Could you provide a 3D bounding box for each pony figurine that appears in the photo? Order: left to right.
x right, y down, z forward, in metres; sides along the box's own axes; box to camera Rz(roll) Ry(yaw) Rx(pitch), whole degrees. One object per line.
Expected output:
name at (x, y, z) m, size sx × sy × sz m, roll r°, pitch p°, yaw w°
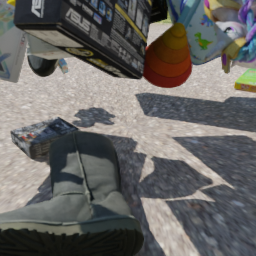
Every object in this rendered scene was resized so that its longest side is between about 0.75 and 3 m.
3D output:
pony figurine at (1.873, -1.883, 4.319) m, size 2.266 × 1.955 × 2.348 m, roll -6°, pitch 70°, yaw -19°

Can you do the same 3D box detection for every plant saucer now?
plant saucer at (1.072, -2.043, 5.502) m, size 0.166 × 1.749 × 0.611 m, roll 27°, pitch -5°, yaw 10°

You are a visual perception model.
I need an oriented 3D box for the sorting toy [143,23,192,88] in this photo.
sorting toy at (-0.124, -1.784, 4.539) m, size 2.866 × 0.987 × 0.994 m, roll 33°, pitch 68°, yaw 7°

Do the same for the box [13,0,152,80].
box at (-0.280, -1.763, 3.465) m, size 0.583 × 1.915 × 2.375 m, roll 9°, pitch 2°, yaw 21°

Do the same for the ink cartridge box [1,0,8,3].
ink cartridge box at (-3.776, -3.024, 6.212) m, size 0.729 × 1.303 × 1.909 m, roll 43°, pitch 22°, yaw 19°

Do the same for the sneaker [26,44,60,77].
sneaker at (-1.413, -1.713, 5.549) m, size 0.697 × 1.858 × 1.073 m, roll -2°, pitch -16°, yaw 9°

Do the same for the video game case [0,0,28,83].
video game case at (-2.819, -1.824, 5.636) m, size 0.187 × 1.549 × 1.699 m, roll 22°, pitch 8°, yaw 34°

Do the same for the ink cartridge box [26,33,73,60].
ink cartridge box at (-1.085, -1.661, 4.052) m, size 0.583 × 1.221 × 1.391 m, roll -7°, pitch 12°, yaw -5°

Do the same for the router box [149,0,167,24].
router box at (-0.479, -3.836, 8.557) m, size 2.873 × 0.734 × 2.143 m, roll -8°, pitch -20°, yaw 24°

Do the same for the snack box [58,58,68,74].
snack box at (-2.167, -2.180, 8.436) m, size 0.193 × 1.042 × 0.606 m, roll -33°, pitch -6°, yaw -12°

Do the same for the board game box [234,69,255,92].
board game box at (5.120, -1.907, 11.045) m, size 1.211 × 0.380 × 2.535 m, roll 16°, pitch 33°, yaw 29°

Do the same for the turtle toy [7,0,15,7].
turtle toy at (-3.352, -3.084, 8.063) m, size 0.740 × 1.067 × 1.465 m, roll -14°, pitch 35°, yaw 3°

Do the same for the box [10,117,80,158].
box at (-1.965, 0.178, 6.716) m, size 1.311 × 0.326 × 1.034 m, roll -22°, pitch 33°, yaw -37°

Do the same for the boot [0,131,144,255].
boot at (-1.128, 0.891, 4.496) m, size 2.460 × 0.982 × 2.705 m, roll 6°, pitch 29°, yaw -21°

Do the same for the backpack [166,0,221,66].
backpack at (2.431, -3.456, 7.936) m, size 2.548 × 2.784 × 2.046 m, roll -21°, pitch 24°, yaw 16°
